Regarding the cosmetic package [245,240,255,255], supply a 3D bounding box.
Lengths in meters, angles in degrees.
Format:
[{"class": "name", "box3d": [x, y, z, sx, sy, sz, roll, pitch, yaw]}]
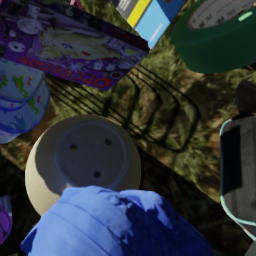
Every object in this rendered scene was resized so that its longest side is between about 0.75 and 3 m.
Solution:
[{"class": "cosmetic package", "box3d": [3.376, 3.394, 6.234, 1.466, 0.904, 1.471, 36, 81, 6]}]

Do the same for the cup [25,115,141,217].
[{"class": "cup", "box3d": [-0.847, 0.788, 5.889, 2.687, 1.922, 2.687, 4, 70, -12]}]

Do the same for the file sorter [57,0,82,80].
[{"class": "file sorter", "box3d": [-2.503, -2.632, 7.068, 2.454, 1.539, 1.705, 20, 80, 4]}]

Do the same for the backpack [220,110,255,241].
[{"class": "backpack", "box3d": [2.299, 0.739, 4.098, 1.748, 1.525, 1.989, -15, 36, 34]}]

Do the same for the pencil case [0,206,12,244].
[{"class": "pencil case", "box3d": [-2.084, 1.326, 3.355, 1.326, 0.621, 0.602, -26, 117, 22]}]

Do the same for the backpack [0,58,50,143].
[{"class": "backpack", "box3d": [-2.354, -0.776, 4.954, 1.445, 1.966, 1.799, -21, 38, 33]}]

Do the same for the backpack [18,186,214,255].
[{"class": "backpack", "box3d": [-0.166, 1.854, 4.038, 2.435, 1.978, 2.043, 43, 58, -14]}]

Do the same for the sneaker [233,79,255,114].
[{"class": "sneaker", "box3d": [2.466, -0.491, 5.386, 0.557, 1.580, 0.597, 22, 109, -3]}]

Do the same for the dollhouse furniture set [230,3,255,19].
[{"class": "dollhouse furniture set", "box3d": [2.842, -3.030, 7.619, 1.637, 1.087, 1.435, 11, 79, 25]}]

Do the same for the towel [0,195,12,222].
[{"class": "towel", "box3d": [-3.353, 2.144, 6.745, 1.079, 0.129, 0.781, -19, 58, -4]}]

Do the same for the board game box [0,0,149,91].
[{"class": "board game box", "box3d": [-0.791, -1.084, 3.738, 1.886, 1.132, 0.305, 13, 64, -33]}]

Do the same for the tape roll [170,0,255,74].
[{"class": "tape roll", "box3d": [2.126, -2.123, 4.981, 2.809, 2.809, 0.675, -42, 116, -7]}]

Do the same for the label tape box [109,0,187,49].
[{"class": "label tape box", "box3d": [0.558, -2.803, 4.692, 2.019, 0.886, 2.800, -51, 53, 30]}]
